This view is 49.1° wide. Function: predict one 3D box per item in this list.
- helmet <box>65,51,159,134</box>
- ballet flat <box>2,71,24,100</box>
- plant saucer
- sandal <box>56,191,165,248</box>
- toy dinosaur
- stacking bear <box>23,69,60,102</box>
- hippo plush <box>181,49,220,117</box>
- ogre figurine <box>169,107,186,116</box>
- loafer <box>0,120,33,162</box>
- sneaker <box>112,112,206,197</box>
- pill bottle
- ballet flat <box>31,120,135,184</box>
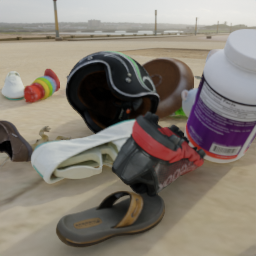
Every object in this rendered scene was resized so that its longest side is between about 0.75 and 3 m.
[{"bbox_3d":[-0.464,-1.000,7.608,2.268,2.268,2.162,-18,57,-39],"label":"helmet"},{"bbox_3d":[-5.077,-1.970,12.340,0.969,0.969,2.791,-8,23,-20],"label":"ballet flat"},{"bbox_3d":[0.937,-1.468,9.378,2.462,2.462,0.450,13,-20,31],"label":"plant saucer"},{"bbox_3d":[-0.165,1.239,4.274,1.893,0.517,0.774,-2,17,-34],"label":"sandal"},{"bbox_3d":[-1.978,0.408,6.517,1.799,0.523,0.909,-3,32,-10],"label":"toy dinosaur"},{"bbox_3d":[-3.600,-1.593,11.405,0.946,1.010,1.663,45,35,-6],"label":"stacking bear"},{"bbox_3d":[2.369,-1.174,8.240,1.880,1.863,2.338,-32,25,-29],"label":"hippo plush"},{"bbox_3d":[1.740,-0.939,9.718,1.045,1.743,0.855,-12,-23,-5],"label":"ogre figurine"},{"bbox_3d":[-2.604,0.261,6.029,1.376,0.503,0.488,32,25,30],"label":"loafer"},{"bbox_3d":[0.586,0.582,5.064,0.926,1.280,2.621,44,13,27],"label":"sneaker"},{"bbox_3d":[2.158,-0.566,5.819,1.497,2.662,1.497,3,47,-3],"label":"pill bottle"},{"bbox_3d":[-0.554,0.560,5.931,2.795,0.971,0.971,-13,24,-24],"label":"ballet flat"}]
